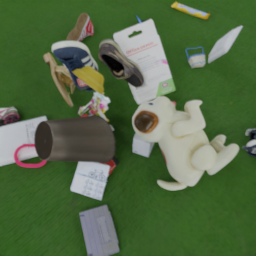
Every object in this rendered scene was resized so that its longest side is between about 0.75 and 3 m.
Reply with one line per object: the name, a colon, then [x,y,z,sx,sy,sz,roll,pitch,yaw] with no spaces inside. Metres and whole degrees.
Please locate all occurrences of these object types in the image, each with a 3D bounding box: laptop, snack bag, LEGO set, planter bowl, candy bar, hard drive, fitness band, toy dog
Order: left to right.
hard drive: [-3.895,0.489,9.741,2.322,0.310,1.532,-15,55,-12]
fitness band: [-3.201,0.916,9.242,1.076,0.201,0.773,4,84,-11]
snack bag: [-1.162,1.555,8.665,1.058,0.120,1.122,17,89,9]
planter bowl: [-1.110,-1.554,8.606,1.180,1.180,0.492,40,95,26]
LEGO set: [-1.077,-0.378,9.147,0.958,2.083,0.775,37,65,20]
laptop: [0.884,-5.352,14.058,0.936,0.483,0.829,-12,54,-8]
toy dog: [1.401,0.249,8.629,2.804,2.718,1.956,43,19,-2]
candy bar: [3.317,-6.213,14.870,2.135,0.237,0.532,30,59,22]

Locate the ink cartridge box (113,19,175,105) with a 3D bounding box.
ink cartridge box: [0.551,-2.397,10.232,1.557,2.658,0.895,-21,22,2]

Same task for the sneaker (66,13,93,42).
sneaker: [-2.252,-4.433,13.381,0.638,1.007,1.791,29,88,17]

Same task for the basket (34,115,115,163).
basket: [-1.587,0.333,8.078,1.900,1.292,1.713,1,39,-44]

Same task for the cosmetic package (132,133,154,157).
cosmetic package: [0.734,0.042,9.725,0.614,0.874,1.724,18,56,13]

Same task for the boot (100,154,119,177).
boot: [-0.914,1.022,9.290,1.163,0.421,0.839,34,59,14]

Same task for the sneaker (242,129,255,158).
sneaker: [4.623,0.886,9.002,1.668,1.023,2.563,-4,53,-1]

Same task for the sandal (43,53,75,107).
sandal: [-2.410,-2.120,10.827,0.941,1.049,2.860,-31,58,-1]

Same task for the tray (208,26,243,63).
tray: [3.614,-3.185,10.782,0.227,2.044,1.097,30,91,-3]

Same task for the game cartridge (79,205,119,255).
game cartridge: [-0.823,2.944,7.940,0.885,0.262,1.366,-11,54,-13]

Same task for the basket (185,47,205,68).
basket: [2.945,-3.081,12.193,0.782,0.617,0.887,-8,84,-6]

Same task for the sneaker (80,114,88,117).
sneaker: [-1.704,0.327,9.580,0.803,0.761,1.956,27,57,17]

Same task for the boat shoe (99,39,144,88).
boat shoe: [-0.259,-1.921,9.126,0.757,2.032,0.745,-18,44,40]

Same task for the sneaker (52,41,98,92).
sneaker: [-1.608,-1.909,9.261,1.000,2.668,1.127,-8,80,15]

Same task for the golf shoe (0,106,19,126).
golf shoe: [-4.824,-0.350,10.260,1.532,0.556,0.706,-18,50,-24]

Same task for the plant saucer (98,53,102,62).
plant saucer: [-0.796,-3.227,12.650,1.109,0.163,1.109,0,52,0]
